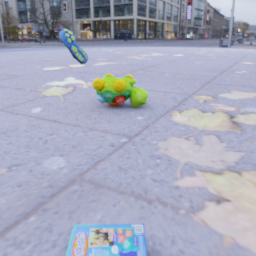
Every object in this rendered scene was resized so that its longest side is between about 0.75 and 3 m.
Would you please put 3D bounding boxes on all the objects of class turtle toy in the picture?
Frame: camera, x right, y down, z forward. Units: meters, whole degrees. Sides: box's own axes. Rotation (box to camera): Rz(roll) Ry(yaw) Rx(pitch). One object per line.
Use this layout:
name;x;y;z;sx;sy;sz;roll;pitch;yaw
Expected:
turtle toy;-0.382;-1.748;13.517;2.779;1.404;2.025;6;21;15

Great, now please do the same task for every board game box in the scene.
board game box;-0.362;2.129;4.875;1.355;0.305;1.030;0;21;0

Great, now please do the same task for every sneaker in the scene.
sneaker;-1.943;-2.789;9.779;0.498;1.404;0.582;-38;4;-23
